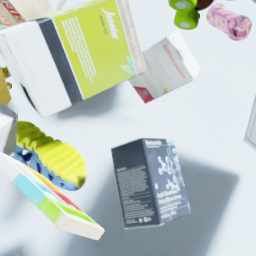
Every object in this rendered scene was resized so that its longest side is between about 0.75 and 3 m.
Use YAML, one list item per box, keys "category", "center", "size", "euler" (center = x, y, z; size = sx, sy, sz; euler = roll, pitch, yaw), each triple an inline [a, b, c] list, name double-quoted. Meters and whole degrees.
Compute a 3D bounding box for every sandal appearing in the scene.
- category: "sandal"
  center: [-1.623, 0.631, 5.387]
  size: [2.068, 0.900, 0.822]
  euler: [29, 26, 29]

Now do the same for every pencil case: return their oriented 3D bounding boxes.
- category: "pencil case"
  center: [1.581, -1.708, 4.477]
  size: [0.392, 0.410, 0.947]
  euler: [-15, 34, 2]

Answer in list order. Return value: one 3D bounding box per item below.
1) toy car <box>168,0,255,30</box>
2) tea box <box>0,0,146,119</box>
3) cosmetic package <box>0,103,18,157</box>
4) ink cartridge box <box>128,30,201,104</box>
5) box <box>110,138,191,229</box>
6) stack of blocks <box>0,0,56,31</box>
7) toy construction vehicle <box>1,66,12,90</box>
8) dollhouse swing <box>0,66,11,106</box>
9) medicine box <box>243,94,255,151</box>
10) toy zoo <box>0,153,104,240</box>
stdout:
- category: "toy car"
  center: [2.512, -3.695, 7.017]
  size: [2.508, 1.979, 2.060]
  euler: [13, 87, 18]
- category: "tea box"
  center: [-1.048, -1.290, 4.741]
  size: [1.868, 1.269, 1.899]
  euler: [-28, 28, -20]
- category: "cosmetic package"
  center: [-2.510, 0.584, 3.672]
  size: [0.586, 0.955, 2.314]
  euler: [35, 47, 5]
- category: "ink cartridge box"
  center: [0.659, -1.227, 5.840]
  size: [0.993, 1.346, 0.576]
  euler: [54, 43, -14]
- category: "box"
  center: [0.363, 0.844, 4.464]
  size: [0.677, 0.939, 1.265]
  euler: [-21, 75, 36]
- category: "stack of blocks"
  center: [-2.661, -2.868, 6.706]
  size: [1.639, 2.847, 0.834]
  euler: [21, 70, 32]
- category: "toy construction vehicle"
  center: [-3.520, -1.179, 7.145]
  size: [0.392, 0.970, 1.114]
  euler: [38, 51, 21]
- category: "dollhouse swing"
  center: [-3.451, -1.088, 5.443]
  size: [1.531, 1.742, 1.583]
  euler: [-32, 58, -27]
- category: "medicine box"
  center: [3.732, -0.392, 5.156]
  size: [1.510, 2.672, 2.934]
  euler: [5, 19, -6]
- category: "toy zoo"
  center: [-0.907, 0.680, 2.995]
  size: [1.326, 0.870, 0.136]
  euler: [31, 76, 30]
